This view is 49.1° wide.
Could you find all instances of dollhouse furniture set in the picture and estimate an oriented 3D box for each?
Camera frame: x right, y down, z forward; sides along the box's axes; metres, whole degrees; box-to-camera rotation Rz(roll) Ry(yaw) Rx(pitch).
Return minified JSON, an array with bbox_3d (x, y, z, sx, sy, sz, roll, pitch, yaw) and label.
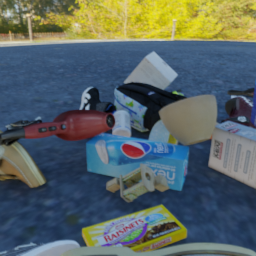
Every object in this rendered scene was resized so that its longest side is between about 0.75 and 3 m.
[{"bbox_3d":[0.204,1.298,5.651,0.971,0.858,0.540,-34,42,28],"label":"dollhouse furniture set"}]

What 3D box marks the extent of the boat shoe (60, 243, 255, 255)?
[{"bbox_3d":[0.435,1.955,3.305,2.530,0.945,0.865,0,43,-7],"label":"boat shoe"}]

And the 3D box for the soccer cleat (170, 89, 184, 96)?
[{"bbox_3d":[1.701,-0.984,10.597,0.614,0.794,1.899,-13,6,32],"label":"soccer cleat"}]

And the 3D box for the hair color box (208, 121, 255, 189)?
[{"bbox_3d":[2.856,0.699,6.015,0.664,1.084,2.189,-16,27,-35],"label":"hair color box"}]

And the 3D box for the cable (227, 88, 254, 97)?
[{"bbox_3d":[5.470,-1.560,12.991,1.593,0.401,0.774,-8,37,12],"label":"cable"}]

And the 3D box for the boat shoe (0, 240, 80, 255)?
[{"bbox_3d":[-1.379,1.840,3.933,1.385,0.497,0.470,-11,21,-28],"label":"boat shoe"}]

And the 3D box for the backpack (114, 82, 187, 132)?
[{"bbox_3d":[0.488,-0.751,9.276,1.841,1.735,2.257,-26,53,-37],"label":"backpack"}]

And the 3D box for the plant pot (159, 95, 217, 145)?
[{"bbox_3d":[1.423,-0.097,6.295,1.297,0.871,1.297,-13,-10,-2],"label":"plant pot"}]

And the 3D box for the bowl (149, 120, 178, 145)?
[{"bbox_3d":[1.010,0.312,7.436,0.517,0.960,0.960,17,14,-26],"label":"bowl"}]

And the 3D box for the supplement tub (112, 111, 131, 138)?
[{"bbox_3d":[-0.197,-0.062,8.251,0.539,0.539,0.817,0,44,-1],"label":"supplement tub"}]

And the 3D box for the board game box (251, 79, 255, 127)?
[{"bbox_3d":[3.707,-0.325,6.606,0.407,1.979,1.974,-20,42,-3],"label":"board game box"}]

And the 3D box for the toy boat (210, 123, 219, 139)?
[{"bbox_3d":[2.510,0.101,8.397,0.495,0.496,0.759,20,-3,29],"label":"toy boat"}]

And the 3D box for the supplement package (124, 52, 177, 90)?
[{"bbox_3d":[0.908,-1.970,11.211,1.374,1.437,1.057,45,36,-1],"label":"supplement package"}]

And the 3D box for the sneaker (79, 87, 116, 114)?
[{"bbox_3d":[-0.906,-0.687,9.126,1.216,0.794,2.174,-12,37,18],"label":"sneaker"}]

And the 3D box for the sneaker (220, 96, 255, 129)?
[{"bbox_3d":[3.450,-0.371,9.034,1.374,0.900,2.378,-8,24,-12],"label":"sneaker"}]

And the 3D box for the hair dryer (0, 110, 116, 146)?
[{"bbox_3d":[-1.659,0.120,6.338,2.812,0.764,2.141,-12,12,-2],"label":"hair dryer"}]

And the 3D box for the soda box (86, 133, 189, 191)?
[{"bbox_3d":[0.191,0.718,6.401,2.245,0.762,0.720,8,23,18],"label":"soda box"}]

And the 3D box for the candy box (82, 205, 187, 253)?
[{"bbox_3d":[0.099,1.735,4.609,1.552,0.205,0.793,-10,20,-24],"label":"candy box"}]

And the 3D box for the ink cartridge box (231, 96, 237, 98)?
[{"bbox_3d":[4.477,-1.064,11.541,0.493,0.291,0.857,8,23,19],"label":"ink cartridge box"}]

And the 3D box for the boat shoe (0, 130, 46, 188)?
[{"bbox_3d":[-2.822,0.747,6.295,2.641,0.977,0.877,22,50,41],"label":"boat shoe"}]
